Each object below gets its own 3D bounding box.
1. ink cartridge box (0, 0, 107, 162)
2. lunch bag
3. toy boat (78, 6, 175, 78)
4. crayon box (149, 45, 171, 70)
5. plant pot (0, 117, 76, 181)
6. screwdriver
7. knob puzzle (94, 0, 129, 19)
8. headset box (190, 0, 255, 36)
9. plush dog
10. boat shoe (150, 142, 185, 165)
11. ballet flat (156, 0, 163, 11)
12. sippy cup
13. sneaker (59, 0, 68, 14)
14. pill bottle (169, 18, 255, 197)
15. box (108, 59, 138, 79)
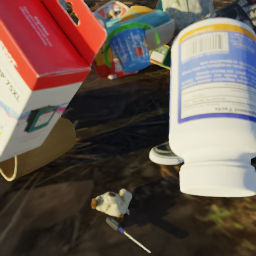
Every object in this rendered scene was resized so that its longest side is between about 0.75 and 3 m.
[{"bbox_3d":[-1.761,-0.954,4.545,0.994,2.957,1.718,-23,72,-48],"label":"ink cartridge box"},{"bbox_3d":[1.620,-3.504,7.775,1.343,1.928,1.617,-10,11,22],"label":"lunch bag"},{"bbox_3d":[-0.188,-2.323,6.839,2.413,1.334,2.870,-4,28,28],"label":"toy boat"},{"bbox_3d":[1.431,-3.211,12.446,2.421,0.818,2.806,9,19,-44],"label":"crayon box"},{"bbox_3d":[-2.289,0.298,7.099,1.765,1.645,1.645,-11,32,-40],"label":"plant pot"},{"bbox_3d":[-0.022,2.052,5.372,1.130,0.158,0.164,27,12,40],"label":"screwdriver"},{"bbox_3d":[-0.717,-3.963,10.251,2.085,0.289,2.085,-7,67,16],"label":"knob puzzle"},{"bbox_3d":[2.304,-2.170,6.493,1.720,0.645,1.278,-24,50,17],"label":"headset box"},{"bbox_3d":[-0.387,1.600,5.879,0.686,0.641,0.799,4,0,34],"label":"plush dog"},{"bbox_3d":[1.518,0.446,7.479,1.955,0.693,0.705,-9,33,-14],"label":"boat shoe"},{"bbox_3d":[1.538,-4.528,9.427,0.571,1.663,0.524,36,18,-15],"label":"ballet flat"},{"bbox_3d":[0.053,-1.297,4.688,0.695,0.648,0.885,-15,-6,-33],"label":"sippy cup"},{"bbox_3d":[-2.740,-3.680,9.765,1.181,2.979,1.101,20,-8,-29],"label":"sneaker"},{"bbox_3d":[1.311,-0.245,4.235,1.359,1.359,2.426,2,72,4],"label":"pill bottle"},{"bbox_3d":[-0.340,-2.807,12.710,1.505,0.750,0.719,-21,37,-29],"label":"box"}]
